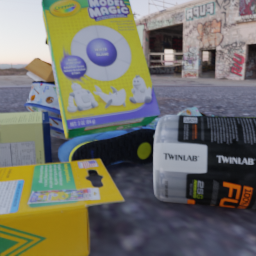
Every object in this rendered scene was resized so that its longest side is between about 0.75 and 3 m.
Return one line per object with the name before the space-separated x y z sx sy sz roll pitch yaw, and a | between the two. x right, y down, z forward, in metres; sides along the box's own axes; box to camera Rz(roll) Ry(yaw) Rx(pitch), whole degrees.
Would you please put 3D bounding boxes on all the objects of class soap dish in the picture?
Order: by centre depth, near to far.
soap dish | -2.707 -1.937 10.668 1.494 0.771 1.899 32 11 34

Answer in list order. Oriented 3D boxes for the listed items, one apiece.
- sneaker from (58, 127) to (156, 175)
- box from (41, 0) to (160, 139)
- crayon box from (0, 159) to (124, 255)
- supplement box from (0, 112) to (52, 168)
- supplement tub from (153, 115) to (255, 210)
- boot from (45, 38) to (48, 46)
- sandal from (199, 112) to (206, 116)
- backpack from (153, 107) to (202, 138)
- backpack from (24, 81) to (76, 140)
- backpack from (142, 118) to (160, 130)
sneaker | -0.307 0.424 6.829 2.807 0.925 1.101 -7 15 -31
box | -0.601 -1.423 5.381 1.752 2.987 0.722 -10 -15 -18
crayon box | -1.608 1.123 3.904 2.797 0.721 1.758 -4 12 -15
supplement box | -2.768 0.322 6.739 1.738 1.168 1.739 -4 12 -17
supplement tub | 1.711 0.558 4.683 2.475 1.516 1.516 2 11 12
boot | -2.312 -3.622 10.650 1.165 1.784 0.604 33 23 -17
sandal | 2.558 -0.188 10.185 1.204 0.804 2.947 -9 15 -39
backpack | 1.468 0.253 6.508 1.577 1.209 1.386 -1 -35 -49
backpack | -2.123 -0.548 8.776 2.216 1.707 2.111 2 -24 34
backpack | 1.187 0.047 9.185 1.239 0.952 1.010 20 14 26
